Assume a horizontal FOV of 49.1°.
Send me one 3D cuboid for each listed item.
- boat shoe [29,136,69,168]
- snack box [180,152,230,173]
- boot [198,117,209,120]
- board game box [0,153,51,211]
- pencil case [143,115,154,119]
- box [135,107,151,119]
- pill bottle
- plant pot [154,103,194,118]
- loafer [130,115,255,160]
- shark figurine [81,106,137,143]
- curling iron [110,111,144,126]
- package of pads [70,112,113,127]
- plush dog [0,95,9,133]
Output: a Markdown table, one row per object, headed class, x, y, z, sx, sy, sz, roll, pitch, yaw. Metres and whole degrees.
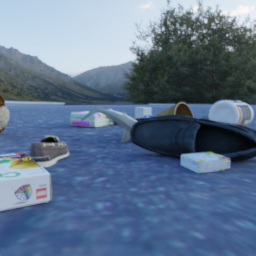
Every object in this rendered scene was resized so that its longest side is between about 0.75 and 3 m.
| class | x | y | z | sx | sy | sz | roll | pitch | yaw |
| --- | --- | --- | --- | --- | --- | --- | --- | --- | --- |
| boat shoe | -1.776 | 0.458 | 6.410 | 0.631 | 0.522 | 1.756 | 1 | 6 | 5 |
| snack box | 1.537 | 0.684 | 5.620 | 0.755 | 0.255 | 0.636 | -4 | 8 | -20 |
| boot | 4.458 | -0.370 | 14.413 | 1.294 | 0.516 | 1.423 | -3 | 0 | -42 |
| board game box | -2.510 | 0.792 | 3.766 | 2.523 | 0.437 | 1.593 | -4 | 8 | -32 |
| pencil case | 1.412 | -0.278 | 12.569 | 1.470 | 0.638 | 0.574 | 1 | -36 | 5 |
| box | 0.891 | -0.834 | 16.727 | 0.680 | 0.793 | 0.789 | -7 | 10 | -38 |
| pill bottle | 4.464 | -0.539 | 11.945 | 1.264 | 1.264 | 2.172 | 6 | 7 | 42 |
| plant pot | 1.336 | -0.102 | 9.312 | 1.326 | 1.236 | 1.236 | -12 | -3 | 42 |
| loafer | 1.449 | 0.200 | 6.408 | 2.989 | 1.015 | 1.049 | 5 | -1 | 16 |
| shark figurine | -0.266 | -0.033 | 8.829 | 2.230 | 0.931 | 1.332 | 26 | -16 | -18 |
| curling iron | 0.415 | -0.443 | 14.338 | 2.877 | 0.713 | 0.368 | 1 | 33 | -31 |
| package of pads | -1.748 | -0.433 | 13.761 | 1.511 | 0.667 | 1.955 | 5 | 7 | 26 |
| plush dog | -4.978 | -0.343 | 9.668 | 1.748 | 2.035 | 1.632 | -20 | 52 | -44 |
